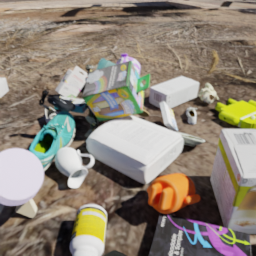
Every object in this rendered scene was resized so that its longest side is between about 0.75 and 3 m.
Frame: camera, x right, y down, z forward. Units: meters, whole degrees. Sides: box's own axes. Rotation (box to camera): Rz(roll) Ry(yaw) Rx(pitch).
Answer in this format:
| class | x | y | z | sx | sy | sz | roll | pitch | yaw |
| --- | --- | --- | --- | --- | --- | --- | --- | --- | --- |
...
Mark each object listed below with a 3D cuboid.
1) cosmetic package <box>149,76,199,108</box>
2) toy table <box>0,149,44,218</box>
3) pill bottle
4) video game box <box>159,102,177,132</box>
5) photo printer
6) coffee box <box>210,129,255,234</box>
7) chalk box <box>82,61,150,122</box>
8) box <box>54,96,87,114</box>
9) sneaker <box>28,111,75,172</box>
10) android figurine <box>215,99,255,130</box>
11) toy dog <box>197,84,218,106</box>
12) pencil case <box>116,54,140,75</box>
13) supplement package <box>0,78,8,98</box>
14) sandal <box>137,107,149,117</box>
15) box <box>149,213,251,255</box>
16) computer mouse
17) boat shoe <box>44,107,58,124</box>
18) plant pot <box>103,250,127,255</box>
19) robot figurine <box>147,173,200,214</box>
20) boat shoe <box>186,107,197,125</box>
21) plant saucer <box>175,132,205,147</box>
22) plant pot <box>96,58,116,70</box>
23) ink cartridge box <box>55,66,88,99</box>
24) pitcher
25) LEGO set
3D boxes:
| class | x | y | z | sx | sy | sz | roll | pitch | yaw |
| --- | --- | --- | --- | --- | --- | --- | --- | --- | --- |
| cosmetic package | 2.127 | -1.634 | 12.908 | 2.213 | 0.819 | 1.125 | -22 | 38 | -33 |
| toy table | -2.947 | 1.468 | 6.873 | 1.827 | 1.164 | 1.987 | 32 | 19 | -6 |
| pill bottle | -0.906 | 2.495 | 6.377 | 0.758 | 0.758 | 1.363 | 0 | 32 | 0 |
| video game box | 1.530 | -0.402 | 10.607 | 0.225 | 0.874 | 0.959 | -24 | 57 | 24 |
| photo printer | 0.124 | 0.536 | 9.289 | 2.692 | 0.935 | 2.240 | 22 | 37 | 32 |
| coffee box | 3.362 | 1.335 | 7.109 | 1.931 | 1.913 | 1.934 | 1 | 32 | 2 |
| chalk box | -0.237 | -1.293 | 9.690 | 2.180 | 1.350 | 1.357 | -10 | 48 | 20 |
| box | -2.303 | -0.935 | 11.314 | 1.332 | 0.327 | 0.548 | 11 | 37 | 19 |
| sneaker | -2.390 | 0.307 | 8.979 | 1.038 | 1.067 | 2.678 | 26 | 42 | -4 |
| android figurine | 4.797 | -0.557 | 11.510 | 2.120 | 0.478 | 2.329 | -18 | 34 | -26 |
| toy dog | 3.632 | -1.404 | 12.783 | 0.963 | 0.693 | 0.993 | 40 | 35 | -4 |
| pencil case | -0.265 | -1.841 | 11.980 | 1.178 | 1.200 | 2.807 | 1 | 57 | 20 |
| supplement package | -6.363 | -1.863 | 13.347 | 0.712 | 0.704 | 1.175 | 3 | 32 | 4 |
| sandal | 0.346 | -0.916 | 11.105 | 0.572 | 0.513 | 1.561 | -6 | -20 | 42 |
| box | 1.590 | 2.800 | 6.239 | 2.153 | 0.389 | 1.539 | 8 | 33 | 15 |
| computer mouse | -2.474 | -0.737 | 9.577 | 1.221 | 0.857 | 0.281 | 27 | 45 | -20 |
| boat shoe | -2.833 | -0.275 | 10.865 | 0.648 | 0.592 | 1.801 | -21 | 37 | -17 |
| plant pot | -0.268 | 3.166 | 4.501 | 1.839 | 1.834 | 1.631 | -18 | 26 | -25 |
| robot figurine | 1.142 | 1.669 | 7.295 | 1.598 | 1.150 | 0.932 | 1 | 62 | -52 |
| boat shoe | 2.620 | -0.643 | 11.591 | 0.438 | 0.505 | 1.185 | 5 | 33 | 8 |
| plant saucer | 2.065 | 0.424 | 9.797 | 1.177 | 0.295 | 1.177 | 13 | 6 | -1 |
| plant pot | -0.691 | -2.506 | 13.768 | 1.502 | 1.534 | 1.534 | 15 | 34 | 10 |
| ink cartridge box | -2.531 | -2.056 | 12.768 | 0.853 | 1.456 | 0.490 | 32 | 4 | -39 |
| pitcher | -1.621 | 1.031 | 8.478 | 1.077 | 0.761 | 1.255 | -44 | 46 | -1 |
| LEGO set | -1.267 | -1.040 | 10.819 | 0.788 | 2.782 | 1.806 | 1 | 1 | -5 |
